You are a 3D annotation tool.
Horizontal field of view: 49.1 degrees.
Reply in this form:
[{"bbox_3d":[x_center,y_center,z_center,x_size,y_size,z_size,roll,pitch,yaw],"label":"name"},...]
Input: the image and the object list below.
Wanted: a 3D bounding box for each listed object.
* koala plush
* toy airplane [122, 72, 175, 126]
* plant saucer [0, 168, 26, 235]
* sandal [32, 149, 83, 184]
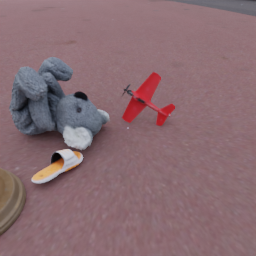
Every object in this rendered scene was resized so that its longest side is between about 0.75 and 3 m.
[{"bbox_3d":[-1.771,-0.428,7.827,2.376,2.183,2.107,25,28,1],"label":"koala plush"},{"bbox_3d":[0.616,-0.693,8.429,1.791,1.791,0.329,-1,27,-2],"label":"toy airplane"},{"bbox_3d":[-3.365,1.513,5.676,2.412,0.355,2.412,0,31,0],"label":"plant saucer"},{"bbox_3d":[-1.649,0.805,6.643,0.567,0.424,1.480,7,24,31],"label":"sandal"}]
